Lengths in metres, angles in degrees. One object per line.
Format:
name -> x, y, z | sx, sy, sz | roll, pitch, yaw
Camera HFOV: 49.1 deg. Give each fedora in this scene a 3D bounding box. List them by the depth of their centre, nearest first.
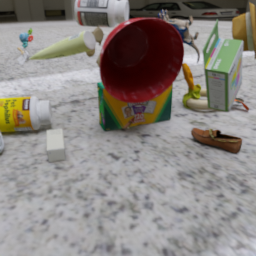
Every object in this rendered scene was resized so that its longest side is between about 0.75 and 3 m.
fedora -> 3.398, -2.743, 8.146 | 0.657, 1.612, 1.612 | -4, 23, 27

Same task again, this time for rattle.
rattle -> 3.775, -1.764, 12.016 | 2.792, 1.994, 1.818 | 5, 13, 22

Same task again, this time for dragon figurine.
dragon figurine -> 1.980, -3.516, 10.685 | 1.173, 2.359, 0.694 | 4, 55, 42

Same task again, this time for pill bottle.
pill bottle -> -3.969, -0.500, 10.182 | 2.237, 1.222, 1.222 | -4, 27, -8
pill bottle -> -1.005, -4.515, 10.934 | 1.939, 1.123, 1.123 | 6, 27, 8

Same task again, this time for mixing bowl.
mixing bowl -> 0.229, -2.339, 8.977 | 2.755, 2.755, 1.492 | -9, 40, -18

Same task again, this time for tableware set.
tableware set -> -1.113, -3.109, 11.008 | 0.173, 1.488, 1.243 | 17, 76, 40

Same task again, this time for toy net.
toy net -> -3.357, -2.638, 9.270 | 0.664, 1.266, 0.244 | -9, -14, 20

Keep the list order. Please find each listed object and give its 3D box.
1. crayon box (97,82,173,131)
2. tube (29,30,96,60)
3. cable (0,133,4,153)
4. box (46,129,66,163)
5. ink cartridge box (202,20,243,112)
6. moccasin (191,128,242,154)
crayon box -> 0.274, -0.984, 10.664 | 2.801, 1.664, 0.816 | -10, 28, -19
tube -> -2.270, -2.682, 9.623 | 2.515, 0.730, 0.653 | -6, 65, 30
cable -> -5.061, 0.509, 8.710 | 2.174, 0.753, 2.174 | -4, 27, -8
box -> -2.321, 0.541, 8.985 | 0.550, 0.457, 1.338 | -6, 28, -12
ink cartridge box -> 2.397, -1.468, 6.999 | 0.626, 2.111, 1.096 | 17, 64, 29
moccasin -> 2.886, 0.289, 9.258 | 1.705, 0.658, 0.624 | 24, 35, 39
